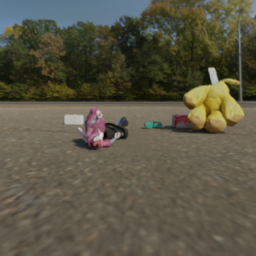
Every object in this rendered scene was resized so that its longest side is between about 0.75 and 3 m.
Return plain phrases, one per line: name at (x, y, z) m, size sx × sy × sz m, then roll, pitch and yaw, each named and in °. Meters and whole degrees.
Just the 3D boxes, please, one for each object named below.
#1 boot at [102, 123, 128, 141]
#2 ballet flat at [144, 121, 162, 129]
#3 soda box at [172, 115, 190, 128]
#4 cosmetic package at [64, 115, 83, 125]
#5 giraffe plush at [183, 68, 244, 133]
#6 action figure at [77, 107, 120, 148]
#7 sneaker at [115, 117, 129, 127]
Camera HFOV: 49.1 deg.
boot at (-0.843, 0.133, 10.311) m, size 1.105 × 0.556 × 1.478 m, roll -6°, pitch 9°, yaw -43°
ballet flat at (1.184, -0.162, 13.987) m, size 1.133 × 0.385 × 0.388 m, roll 5°, pitch 17°, yaw -35°
soda box at (3.224, -0.363, 14.586) m, size 1.834 × 0.642 × 0.581 m, roll -3°, pitch 10°, yaw -17°
cosmetic package at (-3.156, -0.469, 16.302) m, size 1.021 × 0.518 × 0.364 m, roll 2°, pitch 6°, yaw 14°
giraffe plush at (3.786, -0.872, 13.059) m, size 2.545 × 2.950 × 2.392 m, roll 8°, pitch -22°, yaw 10°
action figure at (-1.084, 0.115, 8.537) m, size 1.354 × 1.218 × 1.818 m, roll -30°, pitch 27°, yaw 9°
sneaker at (-0.426, -0.081, 11.613) m, size 0.477 × 0.458 × 1.216 m, roll -20°, pitch 13°, yaw 43°
